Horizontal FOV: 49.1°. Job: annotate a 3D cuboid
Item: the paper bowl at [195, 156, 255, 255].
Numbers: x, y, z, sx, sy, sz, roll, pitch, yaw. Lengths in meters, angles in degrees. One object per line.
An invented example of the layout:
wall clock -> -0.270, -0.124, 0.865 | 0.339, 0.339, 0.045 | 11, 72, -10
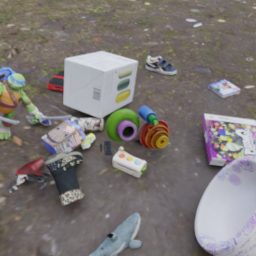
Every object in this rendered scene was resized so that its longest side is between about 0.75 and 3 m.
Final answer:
paper bowl -> 3.099, 2.203, 7.261 | 1.420, 2.731, 2.731 | 31, 41, -7

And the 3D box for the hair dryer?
hair dryer -> -3.143, 1.585, 9.378 | 1.362, 0.486, 1.788 | -7, 28, -2

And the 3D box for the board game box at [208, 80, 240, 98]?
board game box -> 4.889, -2.001, 14.290 | 1.105, 0.227, 1.102 | -18, 42, -21

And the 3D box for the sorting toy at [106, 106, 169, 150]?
sorting toy -> 0.543, 0.103, 9.779 | 2.489, 1.496, 1.022 | 11, 20, -27

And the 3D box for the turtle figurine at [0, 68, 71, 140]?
turtle figurine -> -4.342, -0.325, 10.230 | 2.995, 2.904, 2.155 | 46, 32, -5

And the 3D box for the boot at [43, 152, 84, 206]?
boot -> -1.901, 1.635, 9.254 | 0.767, 2.126, 1.606 | -25, 79, 10

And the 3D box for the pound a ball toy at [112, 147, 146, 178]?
pound a ball toy -> 0.041, 1.129, 10.126 | 1.298, 0.551, 0.846 | 21, 43, 22

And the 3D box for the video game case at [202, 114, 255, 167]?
video game case -> 3.987, 0.499, 10.586 | 2.129, 0.421, 2.349 | 7, 45, -1

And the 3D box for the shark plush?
shark plush -> -0.463, 3.017, 7.647 | 1.870, 0.779, 0.850 | -18, 42, -21

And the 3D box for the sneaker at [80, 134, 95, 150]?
sneaker -> -1.585, 0.455, 11.016 | 0.372, 0.376, 0.985 | -19, 22, 20

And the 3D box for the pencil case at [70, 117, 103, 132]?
pencil case -> -1.723, -0.160, 11.656 | 1.428, 0.639, 0.555 | -3, 22, -9

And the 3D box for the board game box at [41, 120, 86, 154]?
board game box -> -2.402, 0.403, 10.478 | 1.265, 0.613, 1.009 | -39, 41, -25

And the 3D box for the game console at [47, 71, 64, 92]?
game console -> -3.006, -2.412, 14.757 | 2.063, 0.320, 1.825 | 12, 35, 11

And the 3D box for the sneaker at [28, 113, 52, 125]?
sneaker -> -3.720, -0.427, 12.022 | 0.978, 0.395, 0.565 | 5, 28, 9

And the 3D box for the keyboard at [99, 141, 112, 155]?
keyboard -> -0.882, 0.781, 10.978 | 0.491, 0.080, 0.773 | -4, 38, -5

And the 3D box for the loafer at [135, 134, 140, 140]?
loafer -> 0.592, 0.379, 11.192 | 0.811, 0.288, 0.296 | 24, 6, 8

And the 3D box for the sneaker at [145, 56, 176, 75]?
sneaker -> 1.856, -3.544, 15.819 | 1.853, 0.736, 0.727 | 17, 41, 18

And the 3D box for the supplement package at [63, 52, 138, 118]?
supplement package -> -1.187, -2.025, 12.430 | 2.035, 2.050, 2.702 | 21, 29, 23
